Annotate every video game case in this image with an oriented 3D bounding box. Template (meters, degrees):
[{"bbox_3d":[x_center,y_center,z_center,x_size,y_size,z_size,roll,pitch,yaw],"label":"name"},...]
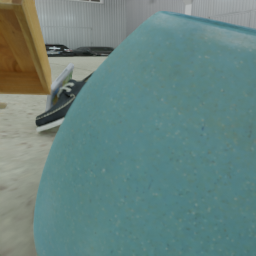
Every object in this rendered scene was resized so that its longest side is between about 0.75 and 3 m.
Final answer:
[{"bbox_3d":[-1.912,-1.029,7.769,0.138,1.252,1.139,29,52,-2],"label":"video game case"}]

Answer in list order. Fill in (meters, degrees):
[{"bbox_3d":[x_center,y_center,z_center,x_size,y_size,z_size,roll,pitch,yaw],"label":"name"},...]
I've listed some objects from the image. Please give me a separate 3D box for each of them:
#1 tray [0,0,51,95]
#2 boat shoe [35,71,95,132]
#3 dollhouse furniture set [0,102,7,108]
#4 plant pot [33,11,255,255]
[{"bbox_3d":[-1.773,-1.021,3.512,1.349,0.506,2.735,1,-10,-11],"label":"tray"},{"bbox_3d":[-1.335,-0.871,7.402,1.119,0.893,2.960,-11,20,40],"label":"boat shoe"},{"bbox_3d":[-4.498,-1.022,9.343,0.926,0.657,0.733,-1,17,-5],"label":"dollhouse furniture set"},{"bbox_3d":[0.687,0.088,2.503,2.823,1.901,2.823,10,25,-5],"label":"plant pot"}]
